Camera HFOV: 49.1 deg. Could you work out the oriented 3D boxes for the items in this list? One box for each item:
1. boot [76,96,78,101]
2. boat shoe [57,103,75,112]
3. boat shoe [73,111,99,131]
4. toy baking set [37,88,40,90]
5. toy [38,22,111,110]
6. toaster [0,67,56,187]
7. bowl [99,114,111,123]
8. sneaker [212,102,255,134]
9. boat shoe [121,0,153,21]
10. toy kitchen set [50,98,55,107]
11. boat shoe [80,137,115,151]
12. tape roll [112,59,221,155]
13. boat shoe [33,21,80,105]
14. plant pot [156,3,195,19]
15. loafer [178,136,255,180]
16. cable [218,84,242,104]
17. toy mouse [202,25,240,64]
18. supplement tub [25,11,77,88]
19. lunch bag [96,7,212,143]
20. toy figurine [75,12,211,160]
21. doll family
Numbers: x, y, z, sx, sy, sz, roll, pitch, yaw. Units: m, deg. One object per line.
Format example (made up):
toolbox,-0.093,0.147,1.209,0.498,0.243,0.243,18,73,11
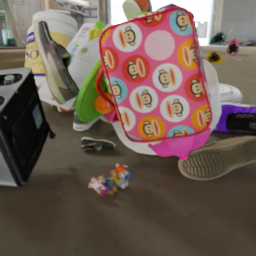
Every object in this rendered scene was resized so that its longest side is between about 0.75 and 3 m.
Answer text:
boot,-1.536,-1.469,12.129,1.608,0.557,1.400,-2,23,12
boat shoe,-2.238,-1.392,9.486,0.580,1.852,0.659,-6,31,2
boat shoe,-1.328,-0.524,9.264,0.690,0.621,1.952,1,20,4
toy baking set,-2.603,-1.250,10.746,2.279,0.265,1.749,4,-2,-11
toy,-1.292,-1.706,7.843,1.558,2.705,0.639,19,-12,38
toaster,-2.446,0.026,5.609,1.202,2.026,1.832,1,40,6
bowl,-0.468,-1.303,8.826,2.124,2.124,0.997,-15,34,-35
sneaker,3.386,-0.223,8.173,2.326,0.809,1.157,-3,21,-10
boat shoe,0.427,-2.427,6.876,0.706,1.982,0.620,21,66,32
toy kitchen set,-2.506,-0.880,10.759,0.619,0.684,0.758,-18,67,-34
boat shoe,-0.773,0.469,7.173,0.888,0.319,0.300,8,58,1
tape roll,0.903,-0.728,7.422,2.978,1.041,2.978,-14,40,12
boat shoe,-1.688,-1.619,6.710,0.693,2.138,0.769,-18,-12,0
plant pot,1.131,-2.697,7.357,0.949,0.853,0.949,35,46,17
loafer,1.943,0.623,5.960,1.817,0.687,0.620,-14,4,1
cable,2.654,-1.031,10.212,2.733,0.946,2.734,11,23,24
toy mouse,2.514,-2.129,7.256,0.231,1.060,1.193,10,18,-48
supplement tub,-2.884,-2.783,10.750,1.972,2.713,1.972,3,-3,0
lunch bag,0.366,-0.808,4.841,1.881,2.135,0.875,-10,15,16
toy figurine,0.656,-0.575,5.792,2.467,2.681,2.013,36,16,13
doll family,-0.353,1.052,5.493,0.866,0.390,0.538,-29,38,-21
